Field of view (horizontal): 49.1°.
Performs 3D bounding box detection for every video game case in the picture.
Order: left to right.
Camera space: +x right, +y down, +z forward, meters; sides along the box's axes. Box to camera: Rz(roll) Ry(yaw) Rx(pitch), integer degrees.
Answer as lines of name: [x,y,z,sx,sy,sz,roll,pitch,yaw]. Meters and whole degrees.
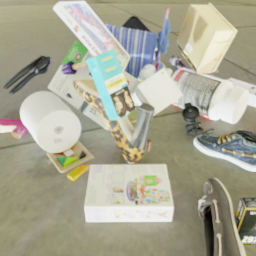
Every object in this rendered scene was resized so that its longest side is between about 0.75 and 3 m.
video game case: [-0.945,-2.897,8.897,0.321,2.546,2.795,-36,16,20]

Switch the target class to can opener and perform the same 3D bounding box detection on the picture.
can opener: [-3.991,-2.150,11.090,2.158,0.848,0.684,-42,85,-18]

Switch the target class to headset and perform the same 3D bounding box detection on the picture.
headset: [2.458,-0.233,10.089,0.884,1.162,1.881,-15,27,9]

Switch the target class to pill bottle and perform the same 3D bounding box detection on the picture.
pill bottle: [3.191,-1.299,11.400,2.889,1.645,1.645,27,42,33]

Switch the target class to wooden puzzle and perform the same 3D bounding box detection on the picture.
wooden puzzle: [-1.944,0.908,9.404,1.363,0.236,2.020,-27,42,-34]

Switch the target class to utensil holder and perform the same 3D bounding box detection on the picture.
utensil holder: [-2.678,-0.236,9.660,1.619,1.619,1.905,-19,32,-26]

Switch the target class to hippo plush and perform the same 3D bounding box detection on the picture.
hippo plush: [0.909,-1.774,10.584,1.112,1.101,1.382,25,44,1]

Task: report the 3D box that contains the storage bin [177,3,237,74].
storage bin: [2.941,-3.488,11.035,0.930,1.970,1.985,-8,53,-21]

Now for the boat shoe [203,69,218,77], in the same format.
boat shoe: [4.156,-3.314,14.808,1.027,0.851,2.859,25,35,-10]

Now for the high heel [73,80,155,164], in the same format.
high heel: [-0.674,-0.186,8.627,2.956,2.107,1.055,27,35,23]

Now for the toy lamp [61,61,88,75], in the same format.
toy lamp: [-1.493,-2.144,9.441,1.672,0.487,0.487,-10,30,20]

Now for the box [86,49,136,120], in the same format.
box: [-0.434,-1.131,7.482,0.714,1.736,0.427,-34,21,-35]

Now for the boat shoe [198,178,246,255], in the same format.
boat shoe: [2.072,2.283,6.759,0.797,0.935,2.798,4,37,-3]

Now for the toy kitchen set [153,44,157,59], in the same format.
toy kitchen set: [0.347,-4.997,16.974,2.571,1.514,2.059,-20,39,-26]

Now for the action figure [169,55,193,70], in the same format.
action figure: [2.985,-3.229,15.187,1.198,0.639,1.841,-9,48,-24]

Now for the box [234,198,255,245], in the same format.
box: [3.334,2.202,6.548,1.617,1.291,0.399,1,35,-1]

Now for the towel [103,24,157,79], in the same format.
towel: [-0.372,-3.010,10.946,2.839,2.056,0.339,15,45,10]

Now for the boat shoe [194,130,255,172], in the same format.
boat shoe: [3.329,0.459,9.252,2.387,1.083,0.844,23,40,35]

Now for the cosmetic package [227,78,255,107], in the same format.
cosmetic package: [5.442,-1.579,12.763,0.950,0.583,2.303,-28,43,-36]

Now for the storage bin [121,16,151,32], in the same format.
storage bin: [-0.010,-3.585,12.159,1.416,2.094,0.982,44,10,-10]

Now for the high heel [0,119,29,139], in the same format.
high heel: [-4.564,-0.227,10.679,1.758,0.592,0.843,18,48,16]

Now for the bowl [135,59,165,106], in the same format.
bowl: [0.210,-1.915,12.338,2.870,1.544,2.870,-4,33,2]

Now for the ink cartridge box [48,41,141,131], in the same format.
ink cartridge box: [-1.159,-1.503,10.371,2.878,2.110,1.195,34,6,15]

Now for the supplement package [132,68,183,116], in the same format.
supplement package: [0.841,-0.998,8.765,0.994,0.991,1.695,-34,-2,-7]

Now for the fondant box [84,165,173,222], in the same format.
fondant box: [0.012,1.760,7.753,2.256,0.657,1.628,-1,33,0]

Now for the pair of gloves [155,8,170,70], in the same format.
pair of gloves: [1.323,-3.337,10.861,0.253,2.225,1.789,9,67,-3]

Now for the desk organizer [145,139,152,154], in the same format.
desk organizer: [0.159,0.449,9.376,1.185,0.425,0.456,29,38,29]
